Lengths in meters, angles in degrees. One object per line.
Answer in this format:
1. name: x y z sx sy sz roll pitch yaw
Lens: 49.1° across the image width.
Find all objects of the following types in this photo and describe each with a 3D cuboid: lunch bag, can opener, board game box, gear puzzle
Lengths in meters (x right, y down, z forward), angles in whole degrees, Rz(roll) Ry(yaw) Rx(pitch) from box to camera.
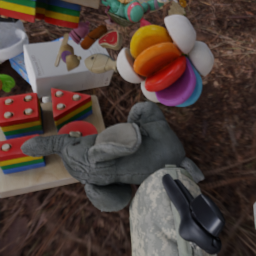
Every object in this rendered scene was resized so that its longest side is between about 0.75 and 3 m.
1. lunch bag: 0.802 2.008 5.112 1.503 1.809 2.157 -1 47 -1
2. can opener: 0.844 1.092 3.850 0.608 0.490 1.547 -47 18 4
3. board game box: -2.652 -2.440 10.169 2.561 0.469 1.937 -33 55 -27
4. gear puzzle: 1.730 -4.029 9.530 0.164 1.255 0.650 -38 86 -9

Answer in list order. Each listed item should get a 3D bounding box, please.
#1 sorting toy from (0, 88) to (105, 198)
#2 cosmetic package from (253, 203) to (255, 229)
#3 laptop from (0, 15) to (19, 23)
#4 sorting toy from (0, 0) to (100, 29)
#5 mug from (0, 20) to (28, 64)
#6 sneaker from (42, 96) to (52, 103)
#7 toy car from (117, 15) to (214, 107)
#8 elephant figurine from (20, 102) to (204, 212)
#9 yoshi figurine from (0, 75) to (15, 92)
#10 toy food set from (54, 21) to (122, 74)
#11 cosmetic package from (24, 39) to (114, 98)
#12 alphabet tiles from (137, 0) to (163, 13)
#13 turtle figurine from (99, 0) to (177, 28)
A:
1. sorting toy: -2.039 0.069 7.465 2.875 1.007 2.893 -10 48 -10
2. cosmetic package: 4.143 1.544 5.409 2.678 2.019 0.692 10 48 9
3. laptop: -2.879 -2.989 6.516 0.573 0.926 0.989 31 65 10
4. sorting toy: -1.964 -2.472 5.487 1.980 0.693 1.992 25 24 30
5. mug: -4.754 -3.052 9.580 2.958 2.184 2.594 25 49 24
6. sneaker: -2.466 -1.205 9.081 0.400 0.404 1.113 12 50 10
7. toy car: 0.482 -0.654 3.306 0.969 1.107 0.830 -31 47 26
8. elephant figurine: -0.383 0.695 5.948 2.881 2.235 2.039 -17 87 -35
9. yoshi figurine: -2.987 -0.652 5.550 1.240 1.236 2.207 11 4 -29
10. toy food set: -0.892 -1.774 6.004 1.892 0.298 1.202 7 77 33
11. cosmetic package: -1.873 -1.942 8.871 2.495 1.012 1.408 -16 65 -27
12. alphabet tiles: 0.898 -6.150 13.917 1.392 0.053 1.673 -28 53 -23
13. turtle figurine: -0.086 -3.302 7.168 2.036 1.369 2.719 13 22 -33
